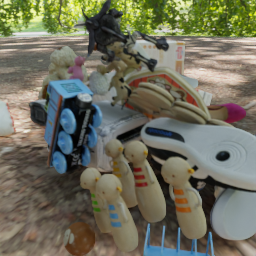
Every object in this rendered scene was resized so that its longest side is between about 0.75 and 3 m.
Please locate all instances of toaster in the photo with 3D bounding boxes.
[{"bbox_3d":[-2.346,-0.470,8.399,1.228,0.698,0.793,16,25,42],"label":"toaster"},{"bbox_3d":[-0.460,0.130,6.306,1.373,1.208,2.126,20,26,33],"label":"toaster"}]

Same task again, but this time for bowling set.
[{"bbox_3d":[-0.197,0.899,3.715,1.525,1.177,2.192,-21,7,-29],"label":"bowling set"}]

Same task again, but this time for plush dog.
[{"bbox_3d":[-2.320,-1.471,9.796,1.919,1.793,2.234,-49,12,-14],"label":"plush dog"}]

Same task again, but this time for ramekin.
[{"bbox_3d":[-0.557,-1.116,8.835,2.060,0.959,2.060,-20,5,2],"label":"ramekin"}]

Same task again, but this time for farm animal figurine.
[{"bbox_3d":[-0.320,-1.276,5.650,0.827,1.328,1.645,-26,34,40],"label":"farm animal figurine"}]

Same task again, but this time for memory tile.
[{"bbox_3d":[1.240,-0.086,5.470,2.660,0.223,2.038,28,-5,-5],"label":"memory tile"}]

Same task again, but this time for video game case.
[{"bbox_3d":[-0.033,-2.229,8.613,1.945,0.253,2.136,31,-1,31],"label":"video game case"}]

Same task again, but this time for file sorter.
[{"bbox_3d":[0.623,1.606,3.512,0.852,0.523,0.591,5,23,10],"label":"file sorter"}]

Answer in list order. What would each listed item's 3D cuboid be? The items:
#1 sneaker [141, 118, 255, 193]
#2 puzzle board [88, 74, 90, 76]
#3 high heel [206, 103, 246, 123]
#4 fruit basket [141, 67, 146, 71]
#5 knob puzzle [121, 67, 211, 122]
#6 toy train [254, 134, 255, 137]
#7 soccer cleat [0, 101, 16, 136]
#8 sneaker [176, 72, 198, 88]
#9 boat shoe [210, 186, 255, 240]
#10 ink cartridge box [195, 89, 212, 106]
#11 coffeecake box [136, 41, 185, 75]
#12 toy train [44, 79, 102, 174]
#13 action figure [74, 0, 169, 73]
[{"bbox_3d":[1.329,0.665,4.637,0.883,1.351,2.416,-40,35,-21],"label":"sneaker"},{"bbox_3d":[-2.480,-2.420,13.896,1.659,0.192,2.202,15,27,33],"label":"puzzle board"},{"bbox_3d":[2.490,-0.391,8.214,0.842,0.591,1.752,-9,5,-33],"label":"high heel"},{"bbox_3d":[0.800,-0.882,8.028,1.399,1.295,0.656,22,-8,-3],"label":"fruit basket"},{"bbox_3d":[0.722,-0.433,6.302,2.486,2.486,0.345,12,56,27],"label":"knob puzzle"},{"bbox_3d":[3.352,0.568,5.919,0.899,0.682,1.573,-23,31,-32],"label":"toy train"},{"bbox_3d":[-3.765,-0.297,8.093,0.739,0.660,1.905,-13,28,-24],"label":"soccer cleat"},{"bbox_3d":[1.732,-1.634,9.628,1.292,0.457,0.641,18,6,6],"label":"sneaker"},{"bbox_3d":[1.848,1.096,4.662,2.185,0.775,0.763,-25,8,-41],"label":"boat shoe"},{"bbox_3d":[2.049,-1.034,9.439,0.992,0.578,1.371,18,10,39],"label":"ink cartridge box"},{"bbox_3d":[1.310,-3.034,13.079,2.499,1.919,0.913,2,22,5],"label":"coffeecake box"},{"bbox_3d":[-1.029,0.020,4.877,0.738,1.703,0.973,-14,47,-39],"label":"toy train"},{"bbox_3d":[-0.181,-1.606,5.066,1.745,1.037,0.890,18,6,-28],"label":"action figure"}]
